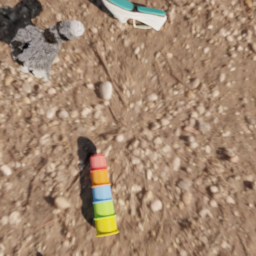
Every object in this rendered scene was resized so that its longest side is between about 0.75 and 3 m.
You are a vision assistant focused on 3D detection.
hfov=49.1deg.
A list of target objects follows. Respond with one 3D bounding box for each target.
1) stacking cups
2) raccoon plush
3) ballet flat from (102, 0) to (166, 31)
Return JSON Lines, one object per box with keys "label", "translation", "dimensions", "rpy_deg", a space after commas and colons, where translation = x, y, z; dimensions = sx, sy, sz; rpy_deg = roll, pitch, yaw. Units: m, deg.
{"label": "stacking cups", "translation": [-0.856, 2.021, 8.550], "dimensions": [0.720, 0.720, 2.380], "rpy_deg": [-11, 76, -3]}
{"label": "raccoon plush", "translation": [-2.383, -2.292, 8.982], "dimensions": [2.638, 1.767, 1.276], "rpy_deg": [-3, 76, 14]}
{"label": "ballet flat", "translation": [0.144, -4.014, 9.973], "dimensions": [2.379, 0.826, 0.826], "rpy_deg": [14, 76, -4]}
